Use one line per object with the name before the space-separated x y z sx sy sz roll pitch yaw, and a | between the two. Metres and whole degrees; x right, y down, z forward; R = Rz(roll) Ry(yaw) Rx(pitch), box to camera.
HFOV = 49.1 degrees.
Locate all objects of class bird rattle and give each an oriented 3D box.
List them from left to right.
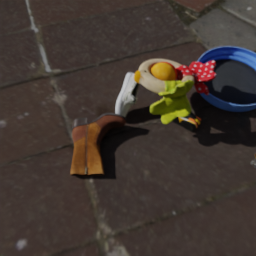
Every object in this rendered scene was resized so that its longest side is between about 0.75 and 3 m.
bird rattle | 1.524 -1.679 9.196 2.349 1.623 2.881 29 52 15

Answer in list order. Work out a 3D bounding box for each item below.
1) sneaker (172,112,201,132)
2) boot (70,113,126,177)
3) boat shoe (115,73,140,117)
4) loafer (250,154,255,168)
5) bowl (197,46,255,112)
sneaker | 1.903 -0.459 9.934 1.417 0.495 0.637 35 53 17
boot | -0.935 0.541 9.147 1.907 0.694 2.026 -4 59 -3
boat shoe | 0.026 -1.055 9.718 0.568 0.626 1.701 18 101 26
loafer | 3.475 0.744 7.305 0.324 0.326 0.897 29 43 23
bowl | 4.014 -1.878 10.709 2.992 0.587 2.992 0 58 0
